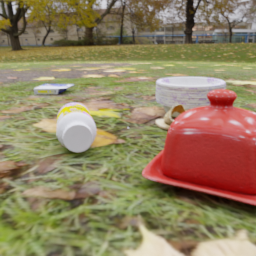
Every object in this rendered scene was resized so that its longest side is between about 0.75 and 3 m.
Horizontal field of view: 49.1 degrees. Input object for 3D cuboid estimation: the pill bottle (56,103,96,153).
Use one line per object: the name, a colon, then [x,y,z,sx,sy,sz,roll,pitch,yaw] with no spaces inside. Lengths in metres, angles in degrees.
pill bottle: [-1.590,-0.014,8.523,1.148,1.148,2.202,-4,18,-13]

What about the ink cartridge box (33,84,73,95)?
ink cartridge box: [-4.652,-2.463,17.862,2.032,0.477,2.008,3,16,4]

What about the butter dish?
butter dish: [2.039,0.163,6.360,2.797,2.073,2.805,10,19,26]

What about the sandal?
sandal: [1.876,-0.326,9.830,1.104,0.990,3.010,-5,18,-17]

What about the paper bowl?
paper bowl: [2.646,-1.316,12.167,2.919,1.518,2.919,0,18,0]
